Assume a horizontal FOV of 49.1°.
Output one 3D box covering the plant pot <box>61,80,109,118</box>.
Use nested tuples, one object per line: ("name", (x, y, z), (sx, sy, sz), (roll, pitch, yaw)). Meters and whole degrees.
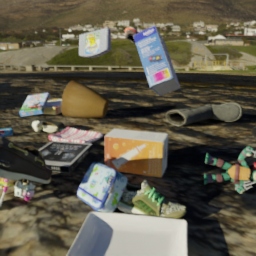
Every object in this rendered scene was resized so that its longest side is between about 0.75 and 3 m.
("plant pot", (-2.138, -1.309, 14.712), (2.084, 1.942, 1.942), (16, 18, 9))

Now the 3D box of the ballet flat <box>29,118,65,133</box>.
("ballet flat", (-3.685, -0.093, 12.291), (1.834, 0.624, 0.627), (4, 23, 16))

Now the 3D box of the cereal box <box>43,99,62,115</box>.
("cereal box", (-4.352, -1.294, 16.724), (1.723, 0.473, 2.395), (6, 18, 22))

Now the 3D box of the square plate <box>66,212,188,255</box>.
("square plate", (0.016, 2.166, 4.808), (2.011, 0.289, 2.030), (2, 16, 10))

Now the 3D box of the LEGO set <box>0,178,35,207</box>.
("LEGO set", (-3.430, 1.490, 6.875), (2.237, 0.832, 1.029), (4, -19, 30))

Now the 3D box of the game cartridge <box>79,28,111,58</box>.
("game cartridge", (-1.437, -3.529, 11.832), (1.589, 1.060, 0.322), (-3, -2, 32))

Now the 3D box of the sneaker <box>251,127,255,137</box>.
("sneaker", (5.867, 0.211, 11.324), (0.662, 0.573, 1.513), (-5, 16, -35))

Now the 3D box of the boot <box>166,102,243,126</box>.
("boot", (3.666, -0.670, 13.531), (2.848, 1.033, 2.589), (-3, 0, -37))

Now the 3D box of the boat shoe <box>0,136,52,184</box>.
("boat shoe", (-2.470, 0.820, 6.774), (0.946, 0.799, 2.653), (18, -10, 12))

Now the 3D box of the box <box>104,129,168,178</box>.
("box", (0.254, 0.721, 8.438), (1.754, 1.091, 0.855), (5, 16, 17))

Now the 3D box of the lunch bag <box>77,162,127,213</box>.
("lunch bag", (-0.619, 1.355, 6.361), (0.505, 0.984, 1.224), (33, -12, -32))

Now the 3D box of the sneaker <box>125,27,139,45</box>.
("sneaker", (0.520, -3.595, 11.667), (1.503, 0.615, 0.579), (18, -31, -12))

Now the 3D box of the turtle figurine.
("turtle figurine", (2.901, 1.185, 7.413), (1.688, 0.850, 1.264), (3, 57, 17))

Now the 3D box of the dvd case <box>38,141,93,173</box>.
("dvd case", (-2.265, 0.907, 9.338), (1.592, 0.262, 2.118), (4, 17, 11))

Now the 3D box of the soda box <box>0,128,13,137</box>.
("soda box", (-5.318, 0.223, 11.745), (0.843, 0.270, 0.286), (-11, 19, -32))

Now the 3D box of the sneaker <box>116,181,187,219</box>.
("sneaker", (0.459, 1.551, 6.144), (1.675, 0.742, 0.644), (6, 17, 22))

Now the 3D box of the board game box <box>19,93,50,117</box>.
("board game box", (-5.194, -1.309, 15.636), (1.268, 0.307, 1.676), (-8, 38, 7))

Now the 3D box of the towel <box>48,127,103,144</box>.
("towel", (-2.111, 0.334, 11.351), (1.830, 0.274, 1.339), (7, 18, 24))

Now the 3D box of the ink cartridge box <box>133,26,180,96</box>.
("ink cartridge box", (1.000, -2.479, 9.968), (0.893, 2.340, 1.597), (-18, -11, 17))
